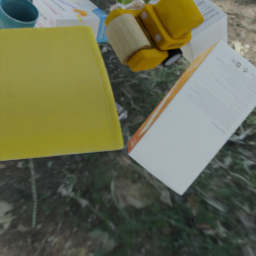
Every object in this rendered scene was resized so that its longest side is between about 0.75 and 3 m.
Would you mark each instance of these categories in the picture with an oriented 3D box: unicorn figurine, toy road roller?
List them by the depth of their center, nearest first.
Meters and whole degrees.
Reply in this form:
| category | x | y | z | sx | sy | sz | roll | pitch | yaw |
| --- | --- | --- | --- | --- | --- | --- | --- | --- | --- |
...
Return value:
| category | x | y | z | sx | sy | sz | roll | pitch | yaw |
| --- | --- | --- | --- | --- | --- | --- | --- | --- | --- |
| toy road roller | 0.799 | -2.681 | 7.449 | 2.493 | 1.820 | 1.532 | -22 | 79 | -44 |
| unicorn figurine | 0.043 | -3.390 | 8.755 | 1.363 | 1.984 | 0.733 | 4 | 73 | 27 |

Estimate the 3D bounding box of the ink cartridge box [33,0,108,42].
| category | x | y | z | sx | sy | sz | roll | pitch | yaw |
| --- | --- | --- | --- | --- | --- | --- | --- | --- | --- |
| ink cartridge box | -2.216 | -3.723 | 9.793 | 2.838 | 0.963 | 1.634 | -20 | 53 | -38 |

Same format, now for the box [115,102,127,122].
| category | x | y | z | sx | sy | sz | roll | pitch | yaw |
| --- | --- | --- | --- | --- | --- | --- | --- | --- | --- |
| box | -0.805 | -0.578 | 9.654 | 0.990 | 0.312 | 1.255 | -32 | 53 | -28 |

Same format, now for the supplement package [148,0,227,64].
| category | x | y | z | sx | sy | sz | roll | pitch | yaw |
| --- | --- | --- | --- | --- | --- | --- | --- | --- | --- |
| supplement package | 2.069 | -3.646 | 9.729 | 1.451 | 1.446 | 2.474 | -34 | 60 | 1 |

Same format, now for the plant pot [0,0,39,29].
| category | x | y | z | sx | sy | sz | roll | pitch | yaw |
| --- | --- | --- | --- | --- | --- | --- | --- | --- | --- |
| plant pot | -2.880 | -2.728 | 7.218 | 0.947 | 0.890 | 0.947 | 17 | 54 | -24 |

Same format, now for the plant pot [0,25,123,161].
| category | x | y | z | sx | sy | sz | roll | pitch | yaw |
| --- | --- | --- | --- | --- | --- | --- | --- | --- | --- |
| plant pot | -1.321 | -0.752 | 5.105 | 2.201 | 1.941 | 2.201 | -4 | 14 | -6 |

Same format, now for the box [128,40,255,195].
| category | x | y | z | sx | sy | sz | roll | pitch | yaw |
| --- | --- | --- | --- | --- | --- | --- | --- | --- | --- |
| box | 1.238 | -0.209 | 5.537 | 1.231 | 1.571 | 2.526 | 38 | 94 | -3 |

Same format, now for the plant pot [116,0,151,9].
| category | x | y | z | sx | sy | sz | roll | pitch | yaw |
| --- | --- | --- | --- | --- | --- | --- | --- | --- | --- |
| plant pot | 0.546 | -5.391 | 10.072 | 2.137 | 2.251 | 2.251 | -16 | 46 | -1 |
